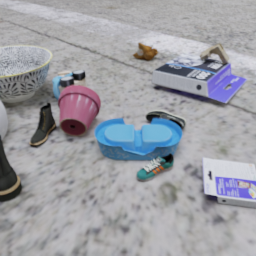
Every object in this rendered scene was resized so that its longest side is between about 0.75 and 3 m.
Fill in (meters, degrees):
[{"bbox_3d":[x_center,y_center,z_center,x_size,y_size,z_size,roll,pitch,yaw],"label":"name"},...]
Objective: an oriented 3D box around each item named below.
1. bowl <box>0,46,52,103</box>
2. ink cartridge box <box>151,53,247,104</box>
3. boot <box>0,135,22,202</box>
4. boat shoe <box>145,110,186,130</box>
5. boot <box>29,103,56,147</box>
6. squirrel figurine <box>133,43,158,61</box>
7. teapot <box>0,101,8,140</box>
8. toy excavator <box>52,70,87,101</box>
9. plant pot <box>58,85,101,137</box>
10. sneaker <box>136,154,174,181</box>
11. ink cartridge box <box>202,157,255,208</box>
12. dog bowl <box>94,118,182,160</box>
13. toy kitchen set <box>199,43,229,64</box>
[{"bbox_3d":[-4.031,-1.763,9.770,2.917,1.369,2.917,0,34,0],"label":"bowl"},{"bbox_3d":[2.835,-2.037,10.748,2.899,0.629,2.872,21,36,27],"label":"ink cartridge box"},{"bbox_3d":[-3.532,0.776,5.874,2.254,1.559,0.873,-5,34,-6],"label":"boot"},{"bbox_3d":[1.080,-0.218,8.317,1.250,0.449,0.423,15,33,18],"label":"boat shoe"},{"bbox_3d":[-2.454,-0.103,7.834,0.452,0.807,1.167,6,35,9],"label":"boot"},{"bbox_3d":[0.908,-3.561,13.181,1.029,0.728,0.961,33,34,19],"label":"squirrel figurine"},{"bbox_3d":[-4.621,-0.488,7.313,2.779,2.030,2.743,1,34,0],"label":"teapot"},{"bbox_3d":[-2.239,-1.605,10.068,1.936,0.967,1.882,10,33,30],"label":"toy excavator"},{"bbox_3d":[-1.468,-0.414,8.080,1.239,1.239,1.109,2,50,4],"label":"plant pot"},{"bbox_3d":[0.647,0.900,6.698,1.059,0.423,0.378,-20,39,-27],"label":"sneaker"},{"bbox_3d":[2.309,1.213,6.365,1.246,0.270,1.235,8,35,8],"label":"ink cartridge box"},{"bbox_3d":[0.260,0.315,7.440,2.281,0.566,1.272,1,34,0],"label":"dog bowl"},{"bbox_3d":[3.336,-2.715,11.038,0.869,0.784,0.709,-21,24,46],"label":"toy kitchen set"}]
